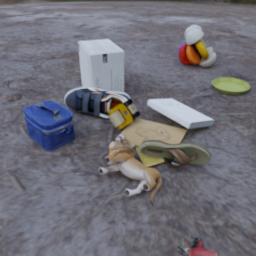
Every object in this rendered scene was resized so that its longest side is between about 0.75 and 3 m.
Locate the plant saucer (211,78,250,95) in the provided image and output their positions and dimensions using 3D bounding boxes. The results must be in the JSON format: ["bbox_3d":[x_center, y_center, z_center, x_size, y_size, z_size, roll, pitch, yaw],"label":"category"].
[{"bbox_3d":[5.335,-2.162,14.663,1.914,0.297,1.914,-1,31,0],"label":"plant saucer"}]

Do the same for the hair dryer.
[{"bbox_3d":[1.627,2.754,6.451,0.737,0.263,0.968,-23,16,-30],"label":"hair dryer"}]

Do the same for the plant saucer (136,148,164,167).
[{"bbox_3d":[0.730,0.962,9.514,0.762,0.185,0.762,-13,59,-22],"label":"plant saucer"}]

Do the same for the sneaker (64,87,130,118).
[{"bbox_3d":[-1.333,-1.095,12.107,2.941,1.153,1.168,0,26,-3],"label":"sneaker"}]

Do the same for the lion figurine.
[{"bbox_3d":[0.212,1.281,8.664,2.657,0.963,1.627,40,29,27],"label":"lion figurine"}]

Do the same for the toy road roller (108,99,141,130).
[{"bbox_3d":[-0.243,-0.493,11.343,1.350,0.830,0.986,-34,3,-30],"label":"toy road roller"}]

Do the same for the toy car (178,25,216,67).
[{"bbox_3d":[4.144,-4.928,17.760,2.067,2.413,2.757,-30,24,23],"label":"toy car"}]

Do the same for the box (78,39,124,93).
[{"bbox_3d":[-1.305,-2.748,13.529,1.617,2.461,2.474,-11,33,-18],"label":"box"}]

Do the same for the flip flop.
[{"bbox_3d":[1.479,0.899,9.017,2.286,0.927,0.658,9,46,4],"label":"flip flop"}]

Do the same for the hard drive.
[{"bbox_3d":[2.124,-0.633,11.543,1.559,0.315,2.363,-7,29,-39],"label":"hard drive"}]

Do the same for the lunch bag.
[{"bbox_3d":[-2.928,-0.185,10.464,2.010,1.330,1.365,27,41,37],"label":"lunch bag"}]

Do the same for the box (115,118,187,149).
[{"bbox_3d":[0.926,0.320,10.699,2.251,0.239,1.840,13,34,22],"label":"box"}]
